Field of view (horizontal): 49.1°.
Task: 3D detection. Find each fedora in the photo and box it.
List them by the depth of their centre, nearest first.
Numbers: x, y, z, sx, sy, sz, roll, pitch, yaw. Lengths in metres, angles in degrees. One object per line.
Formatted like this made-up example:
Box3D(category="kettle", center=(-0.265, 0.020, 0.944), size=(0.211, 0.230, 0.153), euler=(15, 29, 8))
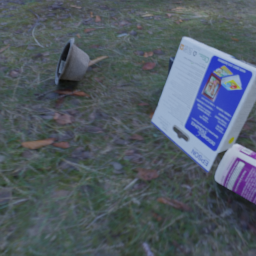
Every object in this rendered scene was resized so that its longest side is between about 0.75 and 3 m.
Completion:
Box3D(category="fedora", center=(-2.577, -2.977, 13.231), size=(1.165, 2.282, 2.580), euler=(18, 9, -24))

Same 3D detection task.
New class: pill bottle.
Box3D(category="pill bottle", center=(3.967, 1.598, 8.240), size=(2.450, 1.375, 1.375), euler=(30, 49, 30))

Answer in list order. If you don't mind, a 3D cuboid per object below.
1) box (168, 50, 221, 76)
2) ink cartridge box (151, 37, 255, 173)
Box3D(category="box", center=(3.430, -2.082, 12.279), size=(2.573, 1.595, 2.529), euler=(-13, 43, -14))
Box3D(category="ink cartridge box", center=(1.857, -0.673, 7.190), size=(0.613, 2.609, 2.578), euler=(-2, 31, -33))
